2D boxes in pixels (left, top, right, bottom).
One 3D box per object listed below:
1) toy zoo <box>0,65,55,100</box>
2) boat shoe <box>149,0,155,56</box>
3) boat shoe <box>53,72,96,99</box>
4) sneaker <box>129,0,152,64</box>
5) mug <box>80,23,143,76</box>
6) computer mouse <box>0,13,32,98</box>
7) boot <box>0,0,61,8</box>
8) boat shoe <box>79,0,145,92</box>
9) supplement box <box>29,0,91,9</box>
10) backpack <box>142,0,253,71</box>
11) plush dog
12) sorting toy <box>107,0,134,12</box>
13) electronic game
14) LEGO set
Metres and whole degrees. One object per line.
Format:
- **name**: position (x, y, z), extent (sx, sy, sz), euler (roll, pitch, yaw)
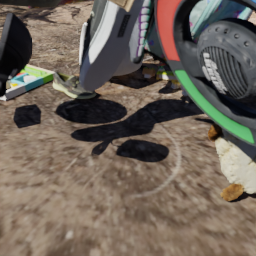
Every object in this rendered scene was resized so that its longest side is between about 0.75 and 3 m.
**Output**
- **toy zoo**: position (-4.305, -1.692, 10.326), extent (1.802, 0.281, 2.746), euler (19, 37, 28)
- **boat shoe**: position (1.105, -3.669, 9.311), extent (0.917, 2.454, 0.814), euler (5, 31, -2)
- **boat shoe**: position (-1.929, -1.503, 9.722), extent (1.869, 0.614, 0.668), euler (22, 38, 30)
- **sneaker**: position (0.093, -3.274, 8.491), extent (1.121, 2.561, 0.953), euler (8, 10, 4)
- **mug**: position (-0.713, -3.083, 11.085), extent (2.229, 1.877, 2.542), euler (1, 27, -18)
- **computer mouse**: position (-1.797, -1.321, 4.542), extent (0.437, 1.899, 1.334), euler (14, 66, -24)
- **boot**: position (-2.379, -2.366, 5.070), extent (0.888, 2.225, 2.447), euler (49, 39, 3)
- **boat shoe**: position (-0.482, -2.180, 6.192), extent (1.026, 2.989, 0.846), euler (-17, 56, -47)
- **supplement box**: position (-1.647, -4.186, 7.933), extent (2.380, 1.019, 1.313), euler (-25, 20, -33)
- **backpack**: position (1.826, -2.978, 6.887), extent (2.259, 2.947, 2.590), euler (33, 64, 12)
- **plush dog**: position (2.488, 0.624, 6.021), extent (1.944, 1.560, 1.670), euler (32, 20, -2)
- **sorting toy**: position (-0.158, -2.451, 4.380), extent (0.843, 1.141, 0.168), euler (28, 62, -7)
- **electronic game**: position (1.342, -0.812, 3.544), extent (0.598, 2.875, 2.875), euler (-39, 44, -11)
- **LEGO set**: position (1.684, -2.103, 10.336), extent (1.194, 0.966, 2.596), euler (-21, 38, -29)
